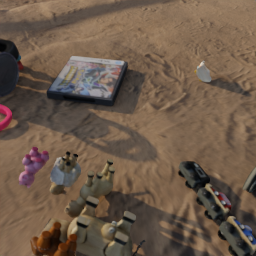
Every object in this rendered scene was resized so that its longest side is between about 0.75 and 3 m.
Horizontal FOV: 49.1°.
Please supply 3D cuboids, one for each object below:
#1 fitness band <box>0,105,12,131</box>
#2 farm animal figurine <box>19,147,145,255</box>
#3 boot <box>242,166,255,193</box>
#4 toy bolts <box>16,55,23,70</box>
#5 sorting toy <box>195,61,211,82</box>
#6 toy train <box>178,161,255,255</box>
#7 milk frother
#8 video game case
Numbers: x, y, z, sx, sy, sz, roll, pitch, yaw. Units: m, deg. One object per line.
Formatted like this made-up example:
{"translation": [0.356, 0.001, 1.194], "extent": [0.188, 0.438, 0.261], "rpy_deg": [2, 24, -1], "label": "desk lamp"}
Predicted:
{"translation": [-4.484, -0.341, 9.079], "extent": [1.513, 0.283, 1.086], "rpy_deg": [16, 48, 18], "label": "fitness band"}
{"translation": [-1.173, 1.770, 6.127], "extent": [2.243, 1.397, 2.778], "rpy_deg": [2, 36, -26], "label": "farm animal figurine"}
{"translation": [3.889, 1.351, 6.953], "extent": [1.804, 0.651, 1.362], "rpy_deg": [-28, 52, -26], "label": "boot"}
{"translation": [-4.792, -2.599, 11.042], "extent": [1.280, 0.888, 1.223], "rpy_deg": [-31, 51, -29], "label": "toy bolts"}
{"translation": [2.932, -2.226, 10.820], "extent": [0.407, 0.762, 0.686], "rpy_deg": [-13, 34, 43], "label": "sorting toy"}
{"translation": [2.066, 1.808, 6.622], "extent": [0.631, 0.470, 2.755], "rpy_deg": [-5, 41, -23], "label": "toy train"}
{"translation": [-5.414, -2.686, 9.658], "extent": [2.467, 2.623, 2.367], "rpy_deg": [14, 74, 15], "label": "milk frother"}
{"translation": [-1.446, -1.877, 10.667], "extent": [2.400, 0.339, 2.655], "rpy_deg": [8, 43, 8], "label": "video game case"}
